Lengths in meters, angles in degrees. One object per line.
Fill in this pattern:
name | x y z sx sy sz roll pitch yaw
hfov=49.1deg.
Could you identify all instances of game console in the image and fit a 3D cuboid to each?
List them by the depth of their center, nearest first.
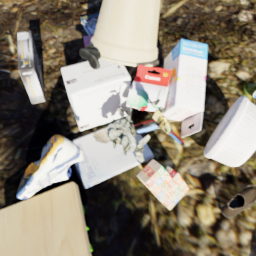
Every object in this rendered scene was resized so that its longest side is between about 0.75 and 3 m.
game console | 0.965 0.292 8.996 1.432 1.661 0.986 -17 81 7

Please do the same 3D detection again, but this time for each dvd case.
dvd case | -0.691 0.786 9.822 2.664 0.234 1.900 -23 57 -15

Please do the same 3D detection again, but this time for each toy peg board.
toy peg board | -2.173 3.248 7.714 2.527 1.241 2.538 -22 55 4

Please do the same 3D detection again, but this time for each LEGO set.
LEGO set | 0.024 0.075 7.680 0.718 2.535 1.646 -21 69 -39

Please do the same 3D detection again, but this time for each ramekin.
ramekin | 3.489 0.209 9.015 1.078 2.314 2.314 33 61 9

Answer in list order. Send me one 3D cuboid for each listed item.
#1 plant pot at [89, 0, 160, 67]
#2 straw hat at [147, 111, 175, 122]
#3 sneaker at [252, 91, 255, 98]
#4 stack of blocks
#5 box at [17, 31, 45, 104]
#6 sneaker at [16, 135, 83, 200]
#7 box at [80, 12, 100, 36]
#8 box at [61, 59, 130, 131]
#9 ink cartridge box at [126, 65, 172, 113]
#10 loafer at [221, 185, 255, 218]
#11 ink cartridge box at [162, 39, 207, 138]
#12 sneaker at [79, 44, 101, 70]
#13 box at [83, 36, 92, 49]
plant pot | 0.010 -3.830 10.034 2.789 2.553 2.789 9 26 -5
straw hat | 1.389 -0.904 10.604 2.026 0.857 2.026 3 67 -8
sneaker | 5.572 -1.260 11.138 1.109 0.426 0.617 -8 47 -13
stack of blocks | 1.058 1.610 8.221 0.903 1.569 0.460 -46 36 -8
box | -3.845 -2.394 11.095 0.552 1.807 2.282 -11 56 -9
sneaker | -2.197 1.318 7.854 1.063 2.411 0.908 31 26 -29
box | -1.060 -5.194 13.899 2.199 0.414 1.502 -22 58 -15
box | -1.075 -1.252 10.097 2.093 2.104 1.375 -19 57 -12
ink cartridge box | 0.673 -1.264 8.918 1.164 0.362 1.446 13 89 15
loafer | 3.551 2.233 8.623 1.497 0.534 0.546 -31 61 -20
ink cartridge box | 1.751 -1.209 9.241 0.954 1.619 2.812 9 78 -10
sneaker | -1.108 -2.344 9.176 0.666 0.383 1.277 -16 49 -39
box | -1.250 -3.720 12.682 1.448 0.722 0.691 -7 55 -6
